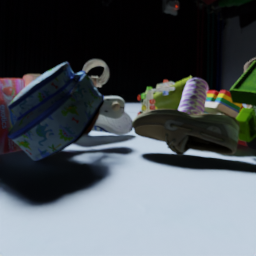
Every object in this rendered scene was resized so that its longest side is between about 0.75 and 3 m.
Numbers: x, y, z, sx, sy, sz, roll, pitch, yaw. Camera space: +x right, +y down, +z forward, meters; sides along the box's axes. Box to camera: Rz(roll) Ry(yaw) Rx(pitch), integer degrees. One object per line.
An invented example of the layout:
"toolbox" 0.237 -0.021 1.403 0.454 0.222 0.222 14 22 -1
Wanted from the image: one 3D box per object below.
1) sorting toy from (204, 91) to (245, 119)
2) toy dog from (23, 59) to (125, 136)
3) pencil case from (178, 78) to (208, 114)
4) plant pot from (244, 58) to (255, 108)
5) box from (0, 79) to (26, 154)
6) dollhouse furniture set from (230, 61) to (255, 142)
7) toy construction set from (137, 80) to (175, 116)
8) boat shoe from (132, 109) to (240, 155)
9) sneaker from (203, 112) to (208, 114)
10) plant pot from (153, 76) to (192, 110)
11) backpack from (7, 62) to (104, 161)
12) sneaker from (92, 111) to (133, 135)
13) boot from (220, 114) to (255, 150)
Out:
"sorting toy" 3.510 -0.553 9.254 2.019 0.707 2.031 26 3 -8
"toy dog" -1.518 -0.702 7.250 2.900 1.913 1.397 -18 6 -10
"pencil case" 1.881 -0.649 8.150 0.750 0.764 1.788 4 50 27
"plant pot" 3.879 -1.042 7.438 1.981 1.728 1.981 -15 -9 -2
"box" -2.952 -0.305 6.634 0.865 1.686 0.798 5 11 38
"dollhouse furniture set" 3.321 -0.322 5.345 1.134 1.480 2.260 -42 35 -23
"toy construction set" 0.883 -0.718 9.503 0.907 1.969 1.291 21 -15 -24
"boat shoe" 1.159 0.147 6.194 2.401 0.780 0.866 5 -32 22
"sneaker" 3.607 -0.860 12.722 0.915 1.050 2.334 19 3 -30
"plant pot" 1.855 -0.886 11.446 1.916 1.990 1.990 -14 3 16
"backpack" -1.595 -0.338 5.804 1.716 1.378 1.876 -28 25 26
"sneaker" -1.096 -0.196 9.246 2.155 0.868 1.578 13 -17 -37
"boot" 2.987 0.134 7.479 1.555 0.780 2.155 13 10 23
